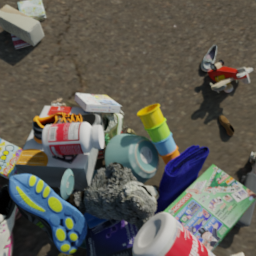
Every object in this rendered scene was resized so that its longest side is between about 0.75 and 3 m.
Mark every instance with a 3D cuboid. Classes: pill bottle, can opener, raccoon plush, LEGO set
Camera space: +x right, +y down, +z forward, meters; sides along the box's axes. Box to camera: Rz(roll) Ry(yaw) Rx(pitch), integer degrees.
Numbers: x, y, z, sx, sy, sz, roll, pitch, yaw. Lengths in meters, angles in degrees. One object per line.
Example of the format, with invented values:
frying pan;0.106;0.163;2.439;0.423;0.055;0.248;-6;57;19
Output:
pill bottle;1.099;2.695;5.553;1.929;1.083;1.083;43;70;-7
can opener;4.181;1.879;9.218;0.987;0.782;2.970;26;67;11
pill bottle;-1.461;0.292;7.568;1.520;0.853;0.853;-4;64;6
raccoon plush;-0.540;2.231;7.125;2.909;1.949;1.407;-40;113;4
LEGO set;-0.339;0.483;10.095;0.934;0.407;1.438;21;66;10

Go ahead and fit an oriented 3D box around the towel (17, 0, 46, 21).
towel;-4.480;-5.447;13.002;1.122;0.316;1.310;-16;65;-11

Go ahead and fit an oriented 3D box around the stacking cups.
stacking cups;1.098;0.530;8.810;0.768;0.768;2.537;-29;107;-13

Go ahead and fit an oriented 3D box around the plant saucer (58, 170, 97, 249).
plant saucer;-1.103;2.595;9.073;2.470;0.339;2.470;2;65;-3

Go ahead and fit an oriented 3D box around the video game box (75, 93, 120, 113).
video game box;-1.050;-0.838;9.409;1.181;0.304;1.297;-1;22;-26

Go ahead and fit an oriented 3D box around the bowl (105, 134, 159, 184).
bowl;0.279;0.999;8.980;1.884;0.986;1.884;16;65;-39

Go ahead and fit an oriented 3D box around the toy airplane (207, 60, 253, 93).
toy airplane;3.973;-1.891;10.826;1.641;1.158;1.633;-4;31;12

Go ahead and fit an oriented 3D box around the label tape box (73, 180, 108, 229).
label tape box;-0.899;2.163;8.512;1.218;1.700;0.562;-23;109;-15

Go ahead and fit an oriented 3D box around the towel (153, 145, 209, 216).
towel;1.323;1.495;7.795;1.605;2.173;0.538;-25;53;-32

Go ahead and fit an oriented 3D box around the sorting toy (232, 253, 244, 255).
sorting toy;2.196;4.080;6.860;1.627;0.965;1.807;-15;80;0

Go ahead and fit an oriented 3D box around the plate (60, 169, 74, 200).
plate;-1.550;1.470;7.278;0.101;0.787;0.787;5;64;11

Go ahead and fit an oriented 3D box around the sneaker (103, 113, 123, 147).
sneaker;-0.669;0.290;9.403;0.761;0.660;1.717;10;79;-40

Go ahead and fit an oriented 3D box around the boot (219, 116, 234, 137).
boot;3.702;-0.138;10.438;0.326;0.335;0.887;-21;65;-8

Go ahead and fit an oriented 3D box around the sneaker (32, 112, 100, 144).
sneaker;-1.842;-0.100;8.352;2.060;0.795;0.806;-14;45;-12

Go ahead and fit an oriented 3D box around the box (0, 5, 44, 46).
box;-4.633;-4.389;12.023;1.873;0.889;0.728;31;68;12

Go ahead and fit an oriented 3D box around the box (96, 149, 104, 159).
box;-1.509;0.774;10.046;1.195;0.238;0.818;-10;65;-5

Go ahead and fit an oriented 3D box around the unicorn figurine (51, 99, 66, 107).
unicorn figurine;-2.798;-0.568;10.641;0.789;0.424;1.148;-7;50;8

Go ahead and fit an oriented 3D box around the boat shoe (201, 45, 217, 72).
boat shoe;3.408;-2.903;11.712;0.474;0.413;1.287;25;67;12

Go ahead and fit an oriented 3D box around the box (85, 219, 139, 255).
box;-0.271;3.173;7.925;1.765;0.921;1.306;-18;35;-5

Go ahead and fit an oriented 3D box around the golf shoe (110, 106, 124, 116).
golf shoe;-0.378;-0.377;10.407;0.525;0.432;1.111;-3;78;-22

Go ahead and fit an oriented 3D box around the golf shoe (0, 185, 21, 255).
golf shoe;-3.938;3.067;8.386;1.011;1.282;2.785;6;66;2

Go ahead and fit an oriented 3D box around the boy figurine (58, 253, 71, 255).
boy figurine;-1.389;3.804;7.206;0.892;0.462;1.435;-37;49;-2

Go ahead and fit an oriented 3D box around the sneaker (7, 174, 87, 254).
sneaker;-2.015;2.138;7.140;0.973;2.744;1.137;-46;28;-26

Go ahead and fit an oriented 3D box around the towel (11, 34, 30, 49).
towel;-4.714;-4.097;12.440;0.904;0.143;1.255;-20;66;-8

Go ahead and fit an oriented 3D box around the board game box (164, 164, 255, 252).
board game box;2.163;2.069;7.387;2.141;0.312;1.441;-36;54;-25

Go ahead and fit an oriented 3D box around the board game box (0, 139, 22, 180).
board game box;-4.319;1.007;9.515;1.937;0.998;1.016;23;67;11

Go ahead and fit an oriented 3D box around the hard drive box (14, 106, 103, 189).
hard drive box;-2.052;0.542;9.037;2.082;1.026;2.671;2;43;5
